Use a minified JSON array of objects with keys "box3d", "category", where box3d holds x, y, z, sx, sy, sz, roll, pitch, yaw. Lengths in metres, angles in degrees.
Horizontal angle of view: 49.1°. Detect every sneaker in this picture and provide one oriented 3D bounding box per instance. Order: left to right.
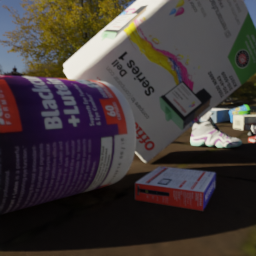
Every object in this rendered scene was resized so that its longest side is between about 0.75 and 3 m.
[{"box3d":[2.079,0.043,6.648,1.177,0.823,0.458,2,2,19],"category":"sneaker"}]

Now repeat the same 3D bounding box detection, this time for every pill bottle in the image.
[{"box3d":[-1.238,0.153,2.913,2.495,1.390,1.390,-6,8,-43],"category":"pill bottle"}]

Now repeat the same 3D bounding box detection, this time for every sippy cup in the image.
[{"box3d":[5.254,-0.590,13.248,0.840,1.146,0.900,-10,46,9],"category":"sippy cup"}]

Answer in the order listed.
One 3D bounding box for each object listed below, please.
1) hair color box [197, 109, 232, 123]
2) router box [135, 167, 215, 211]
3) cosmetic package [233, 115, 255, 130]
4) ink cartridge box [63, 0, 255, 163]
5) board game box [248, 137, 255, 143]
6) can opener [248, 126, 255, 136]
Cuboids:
[{"box3d":[4.413,-0.637,14.274,1.043,0.639,2.108,5,8,39],"category":"hair color box"},{"box3d":[0.603,0.699,3.406,0.778,0.212,0.867,3,7,26],"category":"router box"},{"box3d":[4.689,-0.206,10.583,1.240,0.541,0.641,-2,6,-12],"category":"cosmetic package"},{"box3d":[0.635,-1.102,4.882,2.858,2.070,1.200,-40,29,2],"category":"ink cartridge box"},{"box3d":[3.958,0.304,7.625,1.405,0.137,0.723,-5,9,-40],"category":"board game box"},{"box3d":[4.172,0.099,8.718,1.048,0.276,0.348,1,-21,-24],"category":"can opener"}]
